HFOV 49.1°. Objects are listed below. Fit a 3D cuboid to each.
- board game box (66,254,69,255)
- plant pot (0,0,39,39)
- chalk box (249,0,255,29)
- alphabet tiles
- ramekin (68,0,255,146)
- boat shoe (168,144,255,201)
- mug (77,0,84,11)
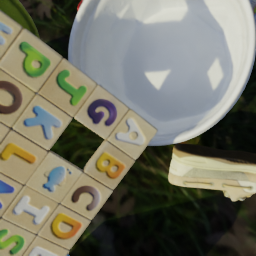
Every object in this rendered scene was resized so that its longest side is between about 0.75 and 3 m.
[{"bbox_3d":[-1.616,3.743,4.527,2.713,0.547,2.076,-40,33,-16],"label":"board game box"},{"bbox_3d":[-3.038,-0.683,4.168,2.688,2.688,2.588,8,59,3],"label":"plant pot"},{"bbox_3d":[3.782,-3.635,8.062,1.694,1.057,1.050,26,69,12],"label":"chalk box"},{"bbox_3d":[-1.337,0.502,3.077,2.337,0.106,2.796,36,91,-21],"label":"alphabet tiles"},{"bbox_3d":[0.598,-1.202,4.848,2.922,1.534,2.922,0,91,22],"label":"ramekin"},{"bbox_3d":[2.344,1.064,6.173,2.887,1.042,0.938,10,103,-1],"label":"boat shoe"},{"bbox_3d":[-0.441,-3.932,8.050,1.822,1.369,2.053,22,65,7],"label":"mug"}]
